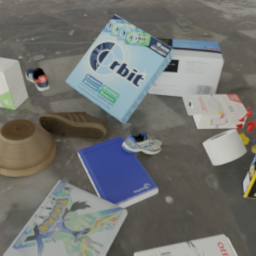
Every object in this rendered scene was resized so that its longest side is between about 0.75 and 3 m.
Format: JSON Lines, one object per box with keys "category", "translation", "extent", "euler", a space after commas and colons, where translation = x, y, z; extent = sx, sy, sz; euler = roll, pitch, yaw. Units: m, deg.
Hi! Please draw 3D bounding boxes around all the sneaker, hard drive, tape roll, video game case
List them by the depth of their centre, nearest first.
{"category": "video game case", "translation": [-1.342, 2.360, 6.196], "extent": [1.930, 0.233, 2.118], "euler": [19, 52, 20]}
{"category": "tape roll", "translation": [2.619, 0.525, 7.650], "extent": [0.965, 0.965, 0.663], "euler": [-24, 86, -26]}
{"category": "hard drive", "translation": [-0.351, 1.183, 7.746], "extent": [1.442, 0.277, 2.185], "euler": [-18, 44, -20]}
{"category": "sneaker", "translation": [0.514, 0.428, 8.230], "extent": [1.348, 0.574, 0.519], "euler": [1, 35, -32]}
{"category": "sneaker", "translation": [-1.720, -0.152, 9.026], "extent": [2.179, 0.767, 0.823], "euler": [13, 37, 1]}
{"category": "sneaker", "translation": [-3.695, -2.178, 11.337], "extent": [0.638, 0.719, 1.702], "euler": [-28, 47, -28]}

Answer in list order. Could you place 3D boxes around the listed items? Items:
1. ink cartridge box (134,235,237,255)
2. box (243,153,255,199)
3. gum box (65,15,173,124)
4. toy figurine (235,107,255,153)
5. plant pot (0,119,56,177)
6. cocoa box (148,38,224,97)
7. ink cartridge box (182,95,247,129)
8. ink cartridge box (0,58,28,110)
{"category": "ink cartridge box", "translation": [1.175, 2.983, 5.240], "extent": [1.925, 0.797, 1.410], "euler": [-8, 41, -9]}
{"category": "box", "translation": [4.214, 1.082, 6.601], "extent": [2.424, 1.936, 0.598], "euler": [8, 41, 8]}
{"category": "gum box", "translation": [-0.295, -2.001, 9.469], "extent": [2.445, 0.641, 2.878], "euler": [36, 88, 15]}
{"category": "toy figurine", "translation": [4.552, 0.249, 8.201], "extent": [1.408, 1.240, 2.351], "euler": [-18, 44, -27]}
{"category": "plant pot", "translation": [-3.083, 0.377, 8.048], "extent": [1.950, 0.900, 1.950], "euler": [6, 38, -5]}
{"category": "cocoa box", "translation": [2.105, -2.301, 10.703], "extent": [2.521, 1.682, 1.655], "euler": [6, 38, 5]}
{"category": "ink cartridge box", "translation": [2.839, -0.561, 9.497], "extent": [1.939, 0.654, 1.129], "euler": [0, 41, -3]}
{"category": "ink cartridge box", "translation": [-5.215, -1.734, 10.123], "extent": [2.748, 1.609, 0.925], "euler": [11, 42, 13]}
